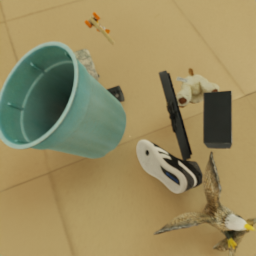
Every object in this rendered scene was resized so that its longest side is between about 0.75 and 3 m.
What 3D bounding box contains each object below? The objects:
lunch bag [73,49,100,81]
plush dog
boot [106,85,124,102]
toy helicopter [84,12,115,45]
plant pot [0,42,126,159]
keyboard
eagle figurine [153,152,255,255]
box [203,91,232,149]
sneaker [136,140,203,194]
[{"bbox_3d":[-1.953,-2.120,10.729,1.471,1.025,1.234,-21,63,-10],"label":"lunch bag"},{"bbox_3d":[2.120,-1.175,8.999,1.357,1.166,1.089,-16,63,6],"label":"plush dog"},{"bbox_3d":[-0.746,-0.864,10.233,1.316,0.432,1.085,-20,103,-20],"label":"boot"},{"bbox_3d":[-0.831,-3.117,9.042,0.458,0.769,1.162,-41,84,11],"label":"toy helicopter"},{"bbox_3d":[-1.525,-0.416,7.429,2.655,2.600,2.655,-11,67,28],"label":"plant pot"},{"bbox_3d":[1.260,-0.337,7.277,0.297,1.389,2.314,-16,90,17],"label":"keyboard"},{"bbox_3d":[2.149,2.153,7.194,2.904,2.192,2.204,37,42,-22],"label":"eagle figurine"},{"bbox_3d":[2.281,-0.123,7.098,0.682,1.731,1.221,-3,81,18],"label":"box"},{"bbox_3d":[1.379,1.187,9.084,1.345,0.879,2.405,-2,32,-36],"label":"sneaker"}]
